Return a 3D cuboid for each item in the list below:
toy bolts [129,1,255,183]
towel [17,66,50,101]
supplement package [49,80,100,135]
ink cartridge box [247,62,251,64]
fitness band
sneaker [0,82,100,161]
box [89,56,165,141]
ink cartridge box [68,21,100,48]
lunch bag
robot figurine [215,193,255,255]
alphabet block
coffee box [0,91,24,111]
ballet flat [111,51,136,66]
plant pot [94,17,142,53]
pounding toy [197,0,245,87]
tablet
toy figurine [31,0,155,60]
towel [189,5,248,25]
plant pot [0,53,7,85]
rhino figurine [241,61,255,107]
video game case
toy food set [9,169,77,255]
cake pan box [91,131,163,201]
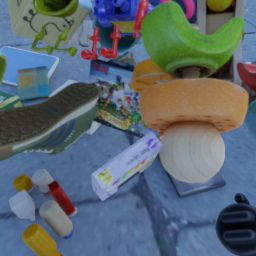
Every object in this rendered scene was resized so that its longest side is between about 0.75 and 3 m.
[{"bbox_3d":[1.330,-0.161,4.130,2.763,2.639,1.916,4,80,-12],"label":"toy bolts"},{"bbox_3d":[-3.382,-1.588,9.972,1.084,0.160,1.479,-9,58,-10],"label":"towel"},{"bbox_3d":[-1.465,-0.655,8.541,1.358,1.023,1.031,19,45,20],"label":"supplement package"},{"bbox_3d":[4.328,-1.778,10.292,1.550,0.393,1.760,-10,42,-13],"label":"ink cartridge box"},{"bbox_3d":[0.770,-2.188,4.710,0.160,0.615,0.856,-39,88,-10],"label":"fitness band"},{"bbox_3d":[-1.651,0.151,5.475,0.943,1.262,2.811,34,44,23],"label":"sneaker"},{"bbox_3d":[0.158,-0.574,6.219,2.175,1.486,0.410,19,33,15],"label":"box"},{"bbox_3d":[-1.323,-2.868,8.586,0.957,0.694,0.401,5,-2,6],"label":"ink cartridge box"},{"bbox_3d":[0.957,-3.446,7.202,1.371,1.408,2.072,49,24,19],"label":"lunch bag"},{"bbox_3d":[1.516,1.320,3.571,0.635,1.017,0.764,29,84,42],"label":"robot figurine"},{"bbox_3d":[-2.033,-3.252,7.115,1.506,1.542,1.514,5,60,-39],"label":"alphabet block"},{"bbox_3d":[-4.420,-0.699,8.748,2.156,0.474,1.326,19,43,34],"label":"coffee box"},{"bbox_3d":[-0.185,-1.689,7.532,0.568,0.526,1.611,-34,15,-5],"label":"ballet flat"},{"bbox_3d":[-0.146,-2.657,7.403,1.214,1.214,0.974,14,25,16],"label":"plant pot"},{"bbox_3d":[1.479,-1.649,5.823,1.634,2.848,1.629,0,42,13],"label":"pounding toy"},{"bbox_3d":[-4.092,-2.297,10.686,2.567,0.175,1.670,15,63,14],"label":"tablet"},{"bbox_3d":[-0.213,-1.969,5.454,2.912,1.536,1.745,7,6,26],"label":"toy figurine"},{"bbox_3d":[2.333,-3.768,8.358,0.506,2.928,2.819,7,60,-22],"label":"towel"},{"bbox_3d":[-3.444,-0.960,4.744,1.809,1.967,1.967,34,42,-12],"label":"plant pot"},{"bbox_3d":[2.724,-0.838,6.275,0.820,1.199,2.741,-23,35,-10],"label":"rhino figurine"},{"bbox_3d":[1.563,0.970,7.362,1.235,0.164,1.728,-12,42,-13],"label":"video game case"},{"bbox_3d":[-1.789,1.780,6.111,1.050,0.990,2.200,-34,32,-15],"label":"toy food set"},{"bbox_3d":[-0.034,0.427,2.902,0.725,0.787,0.206,-33,75,-18],"label":"cake pan box"}]
